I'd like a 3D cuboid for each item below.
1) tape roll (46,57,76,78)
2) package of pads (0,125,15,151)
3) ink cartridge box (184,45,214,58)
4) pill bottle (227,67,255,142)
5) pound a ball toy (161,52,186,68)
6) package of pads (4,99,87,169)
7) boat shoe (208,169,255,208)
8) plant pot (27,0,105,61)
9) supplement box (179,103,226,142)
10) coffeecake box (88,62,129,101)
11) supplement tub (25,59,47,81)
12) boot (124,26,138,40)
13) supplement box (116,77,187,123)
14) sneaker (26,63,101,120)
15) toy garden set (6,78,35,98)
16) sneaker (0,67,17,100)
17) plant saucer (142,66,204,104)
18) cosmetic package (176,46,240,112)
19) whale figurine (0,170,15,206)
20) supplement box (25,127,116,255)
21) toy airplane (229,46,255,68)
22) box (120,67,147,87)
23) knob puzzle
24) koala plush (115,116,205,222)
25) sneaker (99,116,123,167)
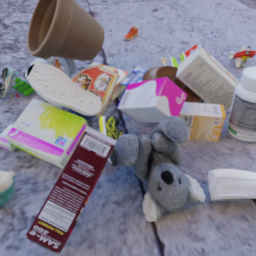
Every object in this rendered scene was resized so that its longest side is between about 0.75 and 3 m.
[{"bbox_3d":[-2.891,-2.762,12.065,1.305,1.305,0.431,23,46,23],"label":"tape roll"},{"bbox_3d":[-3.933,0.316,9.436,0.689,0.304,0.892,16,48,16],"label":"package of pads"},{"bbox_3d":[3.341,-3.068,12.561,1.194,0.369,1.472,-40,94,-36],"label":"ink cartridge box"},{"bbox_3d":[4.044,-0.755,9.124,1.246,2.203,1.246,-1,36,1],"label":"pill bottle"},{"bbox_3d":[2.159,-2.646,12.534,1.114,0.726,1.708,-21,40,15],"label":"pound a ball toy"},{"bbox_3d":[-2.507,0.117,8.816,2.152,0.734,1.663,21,64,15],"label":"package of pads"},{"bbox_3d":[3.563,1.740,7.497,2.824,1.017,0.967,9,70,-5],"label":"boat shoe"},{"bbox_3d":[-2.202,-3.612,10.504,2.288,2.624,2.624,13,30,-39],"label":"plant pot"},{"bbox_3d":[2.166,-0.195,9.374,1.845,1.163,0.678,4,44,5],"label":"supplement box"},{"bbox_3d":[-1.049,-1.974,11.696,1.770,0.647,1.359,20,46,21],"label":"coffeecake box"},{"bbox_3d":[-3.903,-2.439,12.103,0.783,0.783,1.080,2,42,2],"label":"supplement tub"},{"bbox_3d":[0.148,-5.196,15.276,0.414,0.592,1.103,28,51,25],"label":"boot"},{"bbox_3d":[0.702,-0.825,8.905,2.003,1.035,1.013,3,64,57],"label":"supplement box"},{"bbox_3d":[-2.222,-1.046,9.425,2.587,1.894,1.042,29,75,-18],"label":"sneaker"},{"bbox_3d":[-4.564,-1.529,11.524,1.285,0.256,1.071,29,49,26],"label":"toy garden set"},{"bbox_3d":[-4.711,-1.691,11.073,0.507,1.306,0.564,25,9,35],"label":"sneaker"},{"bbox_3d":[1.832,-1.536,10.648,2.656,0.486,2.656,14,48,-17],"label":"plant saucer"},{"bbox_3d":[2.992,-1.727,10.218,2.271,1.174,0.991,38,36,-14],"label":"cosmetic package"},{"bbox_3d":[-3.786,1.628,7.792,1.315,0.857,1.653,-19,22,-28],"label":"whale figurine"},{"bbox_3d":[-1.237,1.425,6.482,0.796,1.423,2.615,27,69,0],"label":"supplement box"},{"bbox_3d":[5.341,-3.327,13.221,1.103,0.779,1.099,-39,33,10],"label":"toy airplane"},{"bbox_3d":[1.162,-1.560,11.256,2.613,0.623,1.594,20,46,21],"label":"box"},{"bbox_3d":[-1.508,-1.500,10.524,2.180,0.302,2.180,-4,79,23],"label":"knob puzzle"},{"bbox_3d":[0.950,1.235,7.618,1.995,2.068,2.250,-23,66,-7],"label":"koala plush"},{"bbox_3d":[-0.462,0.348,8.640,0.702,0.618,1.659,-14,73,4],"label":"sneaker"}]
